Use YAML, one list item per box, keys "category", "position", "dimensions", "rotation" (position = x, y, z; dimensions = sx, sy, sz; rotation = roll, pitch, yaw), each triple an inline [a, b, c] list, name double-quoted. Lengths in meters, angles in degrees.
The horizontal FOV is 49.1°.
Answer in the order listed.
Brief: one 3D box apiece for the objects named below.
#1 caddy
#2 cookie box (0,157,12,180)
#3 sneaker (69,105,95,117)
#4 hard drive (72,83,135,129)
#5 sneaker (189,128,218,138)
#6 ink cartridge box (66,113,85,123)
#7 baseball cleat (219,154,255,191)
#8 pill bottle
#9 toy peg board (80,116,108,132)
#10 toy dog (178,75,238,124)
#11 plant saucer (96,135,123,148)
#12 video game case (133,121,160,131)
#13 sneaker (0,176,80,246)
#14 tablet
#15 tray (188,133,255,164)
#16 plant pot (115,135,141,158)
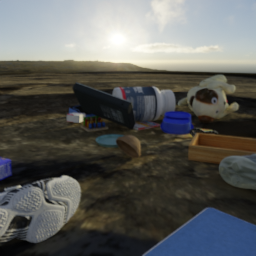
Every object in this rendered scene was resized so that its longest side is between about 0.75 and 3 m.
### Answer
- category: "caddy"
  position: [2.023, -0.146, 11.650]
  dimensions: [1.361, 0.714, 0.962]
  rotation: [5, 39, 14]
- category: "cookie box"
  position: [-3.899, 1.135, 7.173]
  dimensions: [1.120, 0.492, 1.310]
  rotation: [8, 16, 24]
- category: "sneaker"
  position: [-1.703, -1.184, 14.638]
  dimensions: [2.796, 1.089, 0.981]
  rotation: [-3, 16, -10]
- category: "hard drive"
  position: [-0.980, -0.886, 11.691]
  dimensions: [2.541, 0.418, 1.773]
  rotation: [21, -23, 17]
- category: "sneaker"
  position: [2.930, 0.242, 10.873]
  dimensions: [1.070, 0.418, 0.483]
  rotation: [10, 7, 20]
- category: "ink cartridge box"
  position: [-2.466, -0.491, 13.304]
  dimensions: [0.634, 0.358, 0.865]
  rotation: [6, 10, 9]
- category: "baseball cleat"
  position: [3.576, 1.122, 6.292]
  dimensions: [1.592, 1.043, 2.992]
  rotation: [-10, 19, -31]
- category: "pill bottle"
  position: [0.727, -1.143, 13.417]
  dimensions: [2.783, 1.664, 1.664]
  rotation: [-4, 16, -15]
- category: "toy peg board"
  position: [-1.500, -0.211, 12.276]
  dimensions: [0.951, 0.465, 0.947]
  rotation: [-9, 17, -29]
- category: "toy dog"
  position: [3.906, -1.406, 13.798]
  dimensions: [2.868, 2.064, 2.958]
  rotation: [2, 17, 10]
- category: "plant saucer"
  position: [-0.565, 0.491, 10.266]
  dimensions: [1.246, 0.171, 1.246]
  rotation: [0, 15, 0]
- category: "video game case"
  position: [0.669, -0.114, 12.591]
  dimensions: [1.237, 0.108, 0.885]
  rotation: [-10, 18, -32]
- category: "sneaker"
  position: [-2.409, 1.427, 4.971]
  dimensions: [1.709, 1.117, 2.973]
  rotation: [17, 26, 40]
- category: "tablet"
  position: [1.392, 2.049, 4.549]
  dimensions: [1.570, 0.165, 2.413]
  rotation: [14, 20, 43]
- category: "tray"
  position: [3.498, 0.738, 8.673]
  dimensions: [2.985, 0.553, 1.472]
  rotation: [5, 16, 21]
- category: "plant pot"
  position: [0.080, 0.515, 8.709]
  dimensions: [0.886, 0.886, 0.409]
  rotation: [15, 56, 43]
